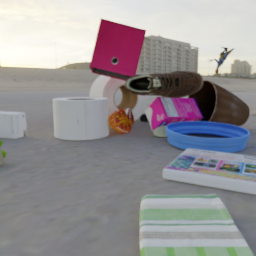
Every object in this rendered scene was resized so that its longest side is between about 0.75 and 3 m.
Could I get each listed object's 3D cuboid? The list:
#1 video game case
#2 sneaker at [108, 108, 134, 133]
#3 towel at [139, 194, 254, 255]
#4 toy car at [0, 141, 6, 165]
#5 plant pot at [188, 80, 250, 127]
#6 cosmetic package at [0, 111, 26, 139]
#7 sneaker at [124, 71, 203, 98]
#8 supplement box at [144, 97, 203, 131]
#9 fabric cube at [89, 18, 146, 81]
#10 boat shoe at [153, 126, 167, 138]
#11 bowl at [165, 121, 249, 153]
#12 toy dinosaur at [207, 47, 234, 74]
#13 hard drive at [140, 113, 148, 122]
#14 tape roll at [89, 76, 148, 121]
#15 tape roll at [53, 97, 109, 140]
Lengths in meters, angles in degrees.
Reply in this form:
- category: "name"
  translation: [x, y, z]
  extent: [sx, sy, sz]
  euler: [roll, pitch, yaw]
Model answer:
- category: "video game case"
  translation: [2.354, 1.006, 6.934]
  extent: [2.427, 0.288, 2.209]
  euler: [6, 12, 26]
- category: "sneaker"
  translation: [-0.455, -0.247, 12.619]
  extent: [1.151, 1.089, 2.985]
  euler: [-16, 1, 10]
- category: "towel"
  translation: [0.886, 1.535, 4.188]
  extent: [1.448, 0.298, 1.940]
  euler: [-1, 12, 4]
- category: "toy car"
  translation: [-3.850, 0.760, 7.479]
  extent: [0.868, 0.685, 0.713]
  euler: [-12, 21, -1]
- category: "plant pot"
  translation: [4.218, -0.810, 12.775]
  extent: [2.382, 2.226, 2.226]
  euler: [10, 6, -22]
- category: "cosmetic package"
  translation: [-5.176, -0.150, 11.390]
  extent: [1.991, 1.012, 0.737]
  euler: [3, 10, 21]
- category: "sneaker"
  translation: [1.278, -1.570, 10.490]
  extent: [2.920, 1.028, 1.103]
  euler: [-2, 9, 21]
- category: "supplement box"
  translation: [1.960, -0.578, 11.981]
  extent: [2.135, 1.104, 1.081]
  euler: [-1, -31, -31]
- category: "fabric cube"
  translation: [-0.462, -3.234, 12.104]
  extent: [1.955, 1.986, 1.993]
  euler: [14, 2, -4]
- category: "boat shoe"
  translation: [1.689, 0.158, 11.371]
  extent: [1.376, 0.503, 0.431]
  euler: [-11, -25, -7]
- category: "bowl"
  translation: [2.756, 0.290, 9.921]
  extent: [2.840, 0.557, 2.840]
  euler: [0, 12, 0]
- category: "toy dinosaur"
  translation: [3.439, -2.435, 10.164]
  extent: [1.043, 0.946, 0.548]
  euler: [0, 19, -15]
- category: "hard drive"
  translation: [2.015, -0.690, 16.007]
  extent: [1.840, 0.434, 2.636]
  euler: [5, 11, 25]
- category: "tape roll"
  translation: [-0.525, -1.640, 14.958]
  extent: [2.669, 2.669, 1.833]
  euler: [-5, 11, -27]
- category: "tape roll"
  translation: [-1.910, -0.440, 11.437]
  extent: [2.238, 1.537, 2.238]
  euler: [0, 10, 0]
